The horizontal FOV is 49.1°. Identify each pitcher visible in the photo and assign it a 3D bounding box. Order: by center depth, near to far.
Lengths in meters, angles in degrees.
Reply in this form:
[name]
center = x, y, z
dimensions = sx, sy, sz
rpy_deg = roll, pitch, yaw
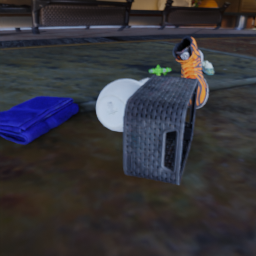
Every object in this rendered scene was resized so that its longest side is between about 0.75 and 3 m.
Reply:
[pitcher]
center = -0.171, -0.725, 8.907
dimensions = 2.154, 1.522, 2.510
rpy_deg = -18, 9, 30

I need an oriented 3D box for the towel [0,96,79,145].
[towel]
center = -3.072, -0.434, 8.900
dimensions = 1.985, 0.666, 2.688
rpy_deg = 11, 27, 21

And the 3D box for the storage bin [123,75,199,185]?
[storage bin]
center = 0.881, -0.107, 6.789
dimensions = 1.262, 1.820, 2.692
rpy_deg = 9, 26, 17

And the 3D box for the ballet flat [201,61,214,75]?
[ballet flat]
center = 4.377, -3.396, 15.586
dimensions = 0.598, 0.598, 1.610
rpy_deg = -2, 25, -4

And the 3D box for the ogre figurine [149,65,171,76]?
[ogre figurine]
center = 1.606, -3.011, 14.751
dimensions = 1.135, 0.557, 0.680
rpy_deg = 20, 17, 13

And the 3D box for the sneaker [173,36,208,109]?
[sneaker]
center = 2.099, -2.053, 9.946
dimensions = 1.029, 2.653, 1.486
rpy_deg = -14, -27, 26
